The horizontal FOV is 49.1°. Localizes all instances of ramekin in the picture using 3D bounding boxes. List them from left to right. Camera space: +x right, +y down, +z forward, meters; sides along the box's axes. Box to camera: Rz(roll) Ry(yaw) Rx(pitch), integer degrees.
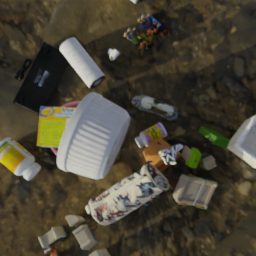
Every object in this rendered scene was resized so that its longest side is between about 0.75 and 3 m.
[{"bbox_3d":[-0.996,0.349,9.121,1.435,2.734,2.734,23,85,5],"label":"ramekin"}]

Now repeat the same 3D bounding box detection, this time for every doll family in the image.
[{"bbox_3d":[0.798,-3.739,11.038,1.133,0.769,1.961,40,83,8],"label":"doll family"}]

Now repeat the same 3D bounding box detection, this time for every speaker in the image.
[{"bbox_3d":[-1.757,-2.478,10.700,0.787,0.787,1.939,-38,86,-3],"label":"speaker"}]

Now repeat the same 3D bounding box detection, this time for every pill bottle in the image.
[{"bbox_3d":[-4.109,1.195,10.456,1.627,0.917,0.917,38,86,3],"label":"pill bottle"},{"bbox_3d":[0.858,0.315,10.693,1.156,0.603,0.603,-29,85,-3],"label":"pill bottle"}]

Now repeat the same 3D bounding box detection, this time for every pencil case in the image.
[{"bbox_3d":[-0.073,2.280,9.569,2.839,1.270,1.104,-36,41,18],"label":"pencil case"}]

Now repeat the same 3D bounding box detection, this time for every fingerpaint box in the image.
[{"bbox_3d":[-2.278,0.005,10.063,1.720,0.631,1.435,1,82,5],"label":"fingerpaint box"}]

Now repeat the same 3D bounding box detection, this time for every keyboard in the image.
[{"bbox_3d":[-3.569,-2.028,11.077,1.639,0.350,2.730,26,84,-4],"label":"keyboard"}]

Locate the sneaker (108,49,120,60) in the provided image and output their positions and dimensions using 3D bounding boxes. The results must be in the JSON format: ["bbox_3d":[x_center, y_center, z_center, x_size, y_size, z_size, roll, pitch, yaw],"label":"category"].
[{"bbox_3d":[-0.627,-2.786,10.678,0.306,0.817,0.407,33,89,-27],"label":"sneaker"}]

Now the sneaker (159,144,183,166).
[{"bbox_3d":[1.423,0.873,8.751,0.859,0.343,0.559,-16,80,-30],"label":"sneaker"}]

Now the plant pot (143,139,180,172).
[{"bbox_3d":[1.163,1.005,10.381,1.279,1.279,0.895,-35,70,-3],"label":"plant pot"}]

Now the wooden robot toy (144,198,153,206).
[{"bbox_3d":[0.178,2.599,10.355,1.664,0.755,0.733,4,94,0],"label":"wooden robot toy"}]

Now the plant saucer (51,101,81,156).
[{"bbox_3d":[-1.868,0.188,10.711,2.360,0.598,2.360,0,83,0],"label":"plant saucer"}]

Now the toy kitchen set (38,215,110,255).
[{"bbox_3d":[-1.922,4.450,10.194,1.698,1.248,2.119,-36,66,-3],"label":"toy kitchen set"}]

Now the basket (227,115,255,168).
[{"bbox_3d":[4.770,0.533,10.353,1.531,1.242,1.544,38,86,3],"label":"basket"}]

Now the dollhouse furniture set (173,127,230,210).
[{"bbox_3d":[2.647,1.493,10.560,1.446,1.117,2.893,15,103,-18],"label":"dollhouse furniture set"}]

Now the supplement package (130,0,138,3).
[{"bbox_3d":[-0.218,-6.903,10.882,2.944,1.633,2.293,36,85,4],"label":"supplement package"}]

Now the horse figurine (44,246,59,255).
[{"bbox_3d":[-2.788,5.366,10.270,1.230,0.463,1.856,-30,85,-3],"label":"horse figurine"}]

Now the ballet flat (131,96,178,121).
[{"bbox_3d":[1.056,-0.859,10.790,1.886,0.678,0.678,21,85,3],"label":"ballet flat"}]
